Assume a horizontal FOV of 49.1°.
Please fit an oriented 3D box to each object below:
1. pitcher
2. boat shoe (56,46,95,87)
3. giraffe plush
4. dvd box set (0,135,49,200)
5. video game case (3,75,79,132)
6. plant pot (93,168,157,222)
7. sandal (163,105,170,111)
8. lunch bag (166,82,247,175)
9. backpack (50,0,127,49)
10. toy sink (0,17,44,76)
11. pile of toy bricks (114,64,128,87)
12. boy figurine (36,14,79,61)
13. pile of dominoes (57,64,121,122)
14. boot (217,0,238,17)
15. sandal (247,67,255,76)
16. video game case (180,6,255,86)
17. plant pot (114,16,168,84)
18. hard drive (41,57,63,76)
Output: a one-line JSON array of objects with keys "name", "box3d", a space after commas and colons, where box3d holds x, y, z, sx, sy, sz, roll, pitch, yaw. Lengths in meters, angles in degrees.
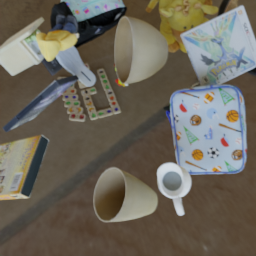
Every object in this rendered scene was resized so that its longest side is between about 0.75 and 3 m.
[{"name": "pitcher", "box3d": [1.019, 1.313, 6.079, 0.752, 1.241, 1.065, -14, 77, 10]}, {"name": "boat shoe", "box3d": [-1.889, -2.113, 9.305, 0.707, 1.962, 0.696, -49, 40, -15]}, {"name": "giraffe plush", "box3d": [2.039, -3.886, 9.921, 2.457, 2.848, 2.309, -31, 25, 12]}, {"name": "dvd box set", "box3d": [-3.120, 1.076, 7.280, 2.167, 0.319, 1.585, -12, 52, 30]}, {"name": "video game case", "box3d": [-2.632, -0.790, 8.621, 2.272, 1.623, 0.216, -37, 97, 17]}, {"name": "plant pot", "box3d": [0.041, 1.529, 6.069, 1.175, 1.101, 1.101, 22, 49, -36]}, {"name": "sandal", "box3d": [1.516, -0.734, 9.518, 0.376, 0.999, 0.239, -17, 81, 31]}, {"name": "lunch bag", "box3d": [2.063, -0.001, 7.441, 1.958, 0.923, 2.444, -4, 97, 25]}, {"name": "backpack", "box3d": [-1.281, -3.817, 9.318, 2.487, 2.075, 1.574, -33, 101, -19]}, {"name": "toy sink", "box3d": [-3.011, -2.400, 8.417, 1.609, 0.902, 1.049, -18, 37, 29]}, {"name": "pile of toy bricks", "box3d": [-0.235, -2.214, 10.364, 0.608, 1.232, 0.684, 9, 39, 3]}, {"name": "boy figurine", "box3d": [-1.885, -2.329, 7.214, 1.111, 0.576, 1.787, 8, 42, 7]}, {"name": "pile of dominoes", "box3d": [-1.716, -1.519, 11.651, 2.123, 0.434, 2.724, -17, 59, -10]}, {"name": "boot", "box3d": [3.474, -3.915, 9.497, 0.720, 0.702, 1.907, 20, 97, -7]}, {"name": "sandal", "box3d": [5.534, -3.400, 12.732, 0.992, 0.595, 2.641, -10, 58, -6]}, {"name": "video game case", "box3d": [2.719, -2.260, 8.053, 1.949, 0.214, 1.776, -26, 101, -2]}, {"name": "plant pot", "box3d": [0.468, -2.425, 8.934, 1.358, 2.024, 2.024, -3, 57, -18]}, {"name": "hard drive", "box3d": [-2.699, -2.770, 10.755, 0.290, 0.925, 1.372, 31, 71, 36]}]
